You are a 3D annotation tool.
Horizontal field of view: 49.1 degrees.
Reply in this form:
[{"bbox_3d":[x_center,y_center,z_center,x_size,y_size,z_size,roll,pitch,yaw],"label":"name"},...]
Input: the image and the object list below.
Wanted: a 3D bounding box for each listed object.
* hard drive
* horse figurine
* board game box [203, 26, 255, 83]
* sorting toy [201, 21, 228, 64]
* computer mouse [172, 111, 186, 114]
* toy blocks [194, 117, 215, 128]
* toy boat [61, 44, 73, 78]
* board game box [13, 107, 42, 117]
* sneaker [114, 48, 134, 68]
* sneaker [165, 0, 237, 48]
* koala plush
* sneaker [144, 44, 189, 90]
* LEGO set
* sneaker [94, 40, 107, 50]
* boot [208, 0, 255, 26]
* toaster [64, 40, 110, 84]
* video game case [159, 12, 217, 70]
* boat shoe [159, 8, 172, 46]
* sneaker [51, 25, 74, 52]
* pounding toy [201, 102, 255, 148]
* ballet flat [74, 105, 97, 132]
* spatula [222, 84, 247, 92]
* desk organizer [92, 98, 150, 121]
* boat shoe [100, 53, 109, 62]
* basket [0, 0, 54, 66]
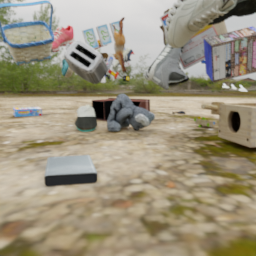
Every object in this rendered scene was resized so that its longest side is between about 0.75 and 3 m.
[{"bbox_3d":[-1.045,0.739,5.054,0.836,0.197,1.198,-2,8,-13],"label":"hard drive"},{"bbox_3d":[-0.286,-2.657,8.919,0.387,1.552,1.029,-5,40,-12],"label":"horse figurine"},{"bbox_3d":[2.949,-2.067,7.906,1.413,1.126,0.684,-13,35,3],"label":"board game box"},{"bbox_3d":[2.834,-3.405,10.055,1.392,2.472,0.337,-11,-11,2],"label":"sorting toy"},{"bbox_3d":[3.034,-0.935,16.852,0.559,0.183,0.796,-5,9,-38],"label":"computer mouse"},{"bbox_3d":[3.108,-0.187,11.126,0.577,0.422,0.844,8,4,-31],"label":"toy blocks"},{"bbox_3d":[-2.733,-3.185,12.992,0.714,1.537,1.292,18,43,-22],"label":"toy boat"},{"bbox_3d":[-5.709,-0.911,15.867,1.413,0.403,1.444,-3,9,-26],"label":"board game box"},{"bbox_3d":[-0.139,-2.714,11.181,0.413,0.978,0.366,38,11,-28],"label":"sneaker"},{"bbox_3d":[1.824,-2.885,6.588,0.978,2.602,1.054,-3,52,-42],"label":"sneaker"},{"bbox_3d":[0.188,-0.438,10.089,1.488,1.367,1.319,15,13,17],"label":"koala plush"},{"bbox_3d":[1.513,-2.016,8.770,1.210,2.096,0.786,37,-14,-2],"label":"sneaker"},{"bbox_3d":[-0.732,-3.392,13.136,2.161,2.893,0.710,-28,22,-32],"label":"LEGO set"},{"bbox_3d":[-1.362,-4.203,13.893,1.221,0.446,0.471,-30,6,9],"label":"sneaker"},{"bbox_3d":[2.658,-3.609,7.715,2.017,1.317,0.683,1,-28,28],"label":"boot"},{"bbox_3d":[-1.457,-2.303,9.944,1.743,0.991,1.126,36,-5,11],"label":"toaster"},{"bbox_3d":[2.071,-3.130,9.239,1.425,1.994,0.174,-25,-6,18],"label":"video game case"},{"bbox_3d":[1.598,-4.095,11.507,0.599,1.620,0.598,4,-12,37],"label":"boat shoe"},{"bbox_3d":[-3.338,-4.286,13.191,0.811,0.954,2.200,27,40,14],"label":"sneaker"},{"bbox_3d":[3.044,-0.123,7.794,2.155,1.122,2.453,-2,8,-11],"label":"pounding toy"},{"bbox_3d":[-1.662,-0.448,11.012,0.859,0.864,2.526,-3,9,-7],"label":"ballet flat"},{"bbox_3d":[3.844,-1.471,10.194,0.849,0.098,1.220,8,17,14],"label":"spatula"},{"bbox_3d":[-0.406,-0.811,13.050,1.121,1.044,2.911,-10,13,-42],"label":"desk organizer"},{"bbox_3d":[-1.572,-3.330,14.338,1.497,0.549,0.469,-24,-20,21],"label":"boat shoe"},{"bbox_3d":[-2.967,-2.802,8.202,1.547,1.755,1.220,-18,58,-30],"label":"basket"}]
